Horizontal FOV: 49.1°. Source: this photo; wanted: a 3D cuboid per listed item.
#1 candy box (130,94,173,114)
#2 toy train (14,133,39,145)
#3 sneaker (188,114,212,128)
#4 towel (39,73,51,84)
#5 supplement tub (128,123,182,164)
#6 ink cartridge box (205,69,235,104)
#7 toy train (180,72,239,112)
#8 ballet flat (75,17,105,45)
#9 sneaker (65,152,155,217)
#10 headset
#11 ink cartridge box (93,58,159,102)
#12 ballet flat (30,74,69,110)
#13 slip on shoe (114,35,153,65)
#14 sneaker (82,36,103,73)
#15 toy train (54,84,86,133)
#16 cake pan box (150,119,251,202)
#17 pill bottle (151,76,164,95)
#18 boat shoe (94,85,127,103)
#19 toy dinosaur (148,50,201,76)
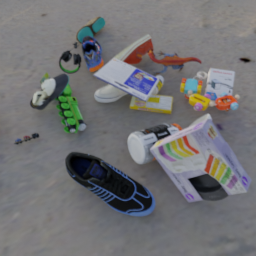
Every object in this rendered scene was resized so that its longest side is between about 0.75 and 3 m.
[{"bbox_3d":[0.969,-1.036,11.556,1.681,0.222,0.859,8,52,7],"label":"candy box"},{"bbox_3d":[-3.688,0.388,10.157,0.916,0.210,0.156,-21,15,-22],"label":"toy train"},{"bbox_3d":[2.800,0.463,9.861,1.392,0.885,2.441,51,27,-8],"label":"sneaker"},{"bbox_3d":[-3.309,-1.776,11.824,0.110,0.962,0.691,-8,43,25],"label":"towel"},{"bbox_3d":[0.979,0.479,9.480,1.780,1.091,1.091,-17,49,-27],"label":"supplement tub"},{"bbox_3d":[3.749,-1.659,11.543,1.008,0.591,1.377,10,78,9],"label":"ink cartridge box"},{"bbox_3d":[3.147,-1.263,11.254,1.805,0.668,2.403,-19,48,-15],"label":"toy train"},{"bbox_3d":[-2.173,-5.182,15.125,0.829,0.895,2.540,2,38,38],"label":"ballet flat"},{"bbox_3d":[-0.590,1.641,8.269,2.986,1.163,1.047,22,66,14],"label":"sneaker"},{"bbox_3d":[-2.448,-2.999,12.146,0.934,1.512,0.711,13,35,-21],"label":"headset"},{"bbox_3d":[-0.057,-1.777,10.761,2.122,0.505,2.147,27,38,4],"label":"ink cartridge box"},{"bbox_3d":[-3.077,-1.345,10.645,0.765,2.093,0.765,33,38,-30],"label":"ballet flat"},{"bbox_3d":[0.220,-3.358,13.029,1.096,0.905,2.959,-11,27,52],"label":"slip on shoe"},{"bbox_3d":[-1.756,-3.757,13.280,0.972,1.012,2.581,-22,46,0],"label":"sneaker"},{"bbox_3d":[-2.385,-0.871,11.127,0.819,0.606,2.905,1,43,-33],"label":"toy train"},{"bbox_3d":[1.987,1.053,7.896,2.212,2.037,0.578,54,49,-8],"label":"cake pan box"},{"bbox_3d":[1.194,-1.867,12.126,0.527,0.527,0.947,19,47,17],"label":"pill bottle"},{"bbox_3d":[-0.300,-1.823,11.862,2.447,0.854,0.867,-19,50,-18],"label":"boat shoe"},{"bbox_3d":[1.810,-3.073,12.275,2.185,1.147,1.983,-14,-2,30],"label":"toy dinosaur"}]
